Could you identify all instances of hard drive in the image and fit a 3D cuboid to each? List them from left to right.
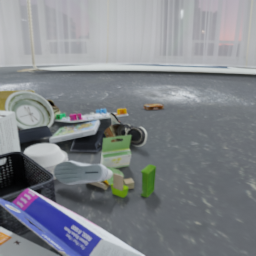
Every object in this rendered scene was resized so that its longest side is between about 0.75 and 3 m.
[{"bbox_3d":[-4.319,0.325,11.827,2.086,0.442,1.407,-13,10,-17],"label":"hard drive"},{"bbox_3d":[-1.647,0.525,11.908,1.237,0.388,1.834,2,18,7],"label":"hard drive"}]

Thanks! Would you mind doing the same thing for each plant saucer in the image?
[{"bbox_3d":[-5.988,-0.948,14.723,2.084,2.084,0.505,-2,-23,-11],"label":"plant saucer"},{"bbox_3d":[-4.744,-0.672,13.402,2.316,2.316,0.581,-22,-16,-49],"label":"plant saucer"}]

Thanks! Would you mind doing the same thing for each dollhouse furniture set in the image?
[{"bbox_3d":[-0.264,1.389,8.498,2.141,0.827,1.070,12,22,31],"label":"dollhouse furniture set"}]

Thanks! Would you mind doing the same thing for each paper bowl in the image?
[{"bbox_3d":[-2.879,1.089,9.458,1.641,0.853,1.641,-1,19,0],"label":"paper bowl"}]

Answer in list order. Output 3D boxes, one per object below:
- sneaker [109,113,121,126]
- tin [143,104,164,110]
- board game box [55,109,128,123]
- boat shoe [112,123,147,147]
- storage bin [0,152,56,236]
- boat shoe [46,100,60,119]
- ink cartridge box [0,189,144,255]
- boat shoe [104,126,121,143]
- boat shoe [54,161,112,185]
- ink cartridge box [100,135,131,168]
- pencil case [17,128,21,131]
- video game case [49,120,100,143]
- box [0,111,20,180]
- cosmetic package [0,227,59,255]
[{"bbox_3d":[-0.665,-0.223,13.317,0.496,1.062,0.374,-30,32,12],"label":"sneaker"},{"bbox_3d":[1.635,-1.351,17.929,1.329,0.278,0.744,-5,23,-14],"label":"tin"},{"bbox_3d":[-1.977,-0.669,14.490,2.977,0.385,2.977,-9,7,-28],"label":"board game box"},{"bbox_3d":[-0.017,0.220,11.889,0.683,0.836,2.264,13,7,-31],"label":"boat shoe"},{"bbox_3d":[-3.117,1.637,7.315,1.645,1.141,2.434,-16,23,-40],"label":"storage bin"},{"bbox_3d":[-4.325,-1.111,15.707,0.969,0.970,2.623,0,14,-12],"label":"boat shoe"},{"bbox_3d":[-1.067,1.885,5.287,2.259,2.301,0.498,16,67,38],"label":"ink cartridge box"},{"bbox_3d":[-0.648,0.521,11.775,0.511,0.541,1.504,-33,34,7],"label":"boat shoe"},{"bbox_3d":[-1.333,1.387,8.233,1.879,0.691,0.628,1,-18,31],"label":"boat shoe"},{"bbox_3d":[-0.390,0.846,9.398,0.985,1.353,0.324,-7,50,-16],"label":"ink cartridge box"},{"bbox_3d":[-5.523,-0.057,13.393,0.637,0.554,1.425,24,4,-34],"label":"pencil case"},{"bbox_3d":[-2.261,0.122,12.225,1.882,0.228,2.068,-12,12,2],"label":"video game case"},{"bbox_3d":[-4.812,0.553,9.109,2.043,2.053,1.342,3,18,11],"label":"box"},{"bbox_3d":[-1.995,2.622,4.712,2.405,0.857,1.220,10,21,27],"label":"cosmetic package"}]
